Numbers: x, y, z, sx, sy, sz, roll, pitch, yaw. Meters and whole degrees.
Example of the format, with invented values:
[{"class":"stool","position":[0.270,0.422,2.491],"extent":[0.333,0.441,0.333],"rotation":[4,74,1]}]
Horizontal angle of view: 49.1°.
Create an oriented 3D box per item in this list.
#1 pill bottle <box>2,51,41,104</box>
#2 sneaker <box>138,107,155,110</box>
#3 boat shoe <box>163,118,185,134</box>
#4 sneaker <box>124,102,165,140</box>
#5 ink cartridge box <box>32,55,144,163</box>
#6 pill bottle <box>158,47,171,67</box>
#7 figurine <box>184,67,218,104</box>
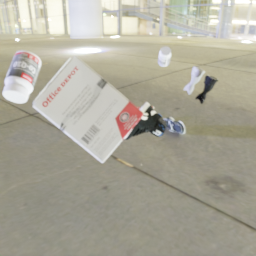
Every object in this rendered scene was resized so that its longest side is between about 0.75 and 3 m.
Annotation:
[{"class":"pill bottle","position":[-3.552,-1.691,9.363],"extent":[0.909,0.909,1.595],"rotation":[3,63,7]},{"class":"sneaker","position":[0.668,-0.690,11.726],"extent":[0.661,0.419,1.176],"rotation":[31,38,3]},{"class":"boat shoe","position":[2.295,-0.082,14.380],"extent":[0.544,0.682,1.804],"rotation":[-8,15,-18]},{"class":"sneaker","position":[0.718,-0.022,10.295],"extent":[1.293,0.845,2.312],"rotation":[40,39,-1]},{"class":"ink cartridge box","position":[-1.158,-0.547,8.435],"extent":[2.628,1.929,1.089],"rotation":[41,0,-5]},{"class":"pill bottle","position":[1.690,-3.297,12.960],"extent":[0.552,0.552,0.970],"rotation":[0,-17,1]},{"class":"figurine","position":[2.877,-1.725,11.371],"extent":[0.504,1.142,1.170],"rotation":[-2,37,-44]}]
